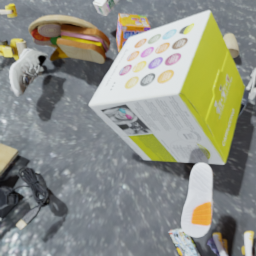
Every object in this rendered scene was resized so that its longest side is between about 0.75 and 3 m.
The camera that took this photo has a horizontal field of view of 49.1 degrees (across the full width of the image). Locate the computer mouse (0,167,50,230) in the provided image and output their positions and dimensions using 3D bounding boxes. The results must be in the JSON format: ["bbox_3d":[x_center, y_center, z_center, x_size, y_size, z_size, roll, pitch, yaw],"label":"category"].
[{"bbox_3d":[-3.313,2.304,7.447,2.617,0.602,1.838,-37,46,-26],"label":"computer mouse"}]

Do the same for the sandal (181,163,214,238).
[{"bbox_3d":[1.624,1.587,6.184,0.629,0.470,1.641,11,93,30],"label":"sandal"}]

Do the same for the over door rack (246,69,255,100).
[{"bbox_3d":[4.907,-1.223,9.597,1.525,0.688,2.065,21,40,12],"label":"over door rack"}]

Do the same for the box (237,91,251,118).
[{"bbox_3d":[3.479,-0.980,9.469,1.044,0.544,0.951,31,43,17],"label":"box"}]

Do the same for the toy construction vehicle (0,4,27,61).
[{"bbox_3d":[-4.996,-3.208,9.793,2.697,2.348,0.950,7,31,9],"label":"toy construction vehicle"}]

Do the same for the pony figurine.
[{"bbox_3d":[2.549,3.442,6.598,1.761,1.519,1.824,2,43,-9],"label":"pony figurine"}]

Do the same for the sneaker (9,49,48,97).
[{"bbox_3d":[-3.231,-1.889,9.167,0.841,0.766,2.051,3,55,5],"label":"sneaker"}]

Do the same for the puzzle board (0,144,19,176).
[{"bbox_3d":[-5.001,1.111,8.286,2.838,0.247,2.139,16,54,18],"label":"puzzle board"}]

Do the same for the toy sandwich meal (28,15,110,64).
[{"bbox_3d":[-2.052,-2.943,9.891,2.911,2.911,0.997,4,85,2],"label":"toy sandwich meal"}]

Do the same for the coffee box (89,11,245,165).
[{"bbox_3d":[1.237,-0.894,7.675,2.732,2.763,2.759,-3,51,42],"label":"coffee box"}]

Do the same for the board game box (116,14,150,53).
[{"bbox_3d":[0.154,-3.490,10.404,1.035,1.034,1.034,0,44,-10],"label":"board game box"}]

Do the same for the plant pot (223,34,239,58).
[{"bbox_3d":[3.879,-3.183,10.774,0.733,0.733,0.782,5,73,3],"label":"plant pot"}]

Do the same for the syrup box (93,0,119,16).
[{"bbox_3d":[-0.736,-5.065,10.918,0.522,0.505,1.282,31,80,29],"label":"syrup box"}]

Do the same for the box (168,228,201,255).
[{"bbox_3d":[1.388,2.865,6.896,0.155,0.532,0.778,-21,85,-52],"label":"box"}]
